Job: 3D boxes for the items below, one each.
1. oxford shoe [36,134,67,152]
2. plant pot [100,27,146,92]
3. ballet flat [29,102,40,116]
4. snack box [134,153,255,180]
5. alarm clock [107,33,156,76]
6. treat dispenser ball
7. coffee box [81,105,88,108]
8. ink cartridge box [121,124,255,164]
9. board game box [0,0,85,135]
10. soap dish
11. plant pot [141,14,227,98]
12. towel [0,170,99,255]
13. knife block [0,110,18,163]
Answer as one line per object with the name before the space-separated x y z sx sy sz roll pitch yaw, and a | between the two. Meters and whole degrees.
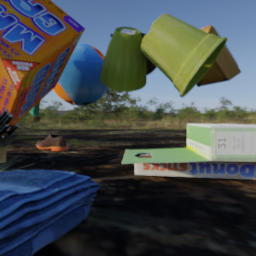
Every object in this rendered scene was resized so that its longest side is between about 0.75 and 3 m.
oxford shoe | -2.860 0.525 10.496 1.689 0.613 0.601 1 1 38
plant pot | -0.073 -2.143 8.436 1.476 1.578 1.476 4 36 -3
ballet flat | -3.381 -1.016 10.206 0.410 1.165 0.392 20 11 13
snack box | 1.623 0.734 5.479 2.884 0.351 1.037 0 1 11
alarm clock | 0.178 -2.473 10.638 1.892 0.934 2.806 -1 -21 0
treat dispenser ball | -2.013 -2.237 11.828 2.595 2.595 2.595 0 1 0
coffee box | -2.288 -1.615 13.727 0.827 0.818 0.826 28 15 -40
ink cartridge box | 1.337 0.253 5.418 2.833 0.679 2.062 1 1 2
board game box | -3.550 -2.182 7.994 2.854 2.857 2.855 -45 9 46
soap dish | 2.609 -2.331 9.541 2.047 0.831 1.611 44 -27 -28
plant pot | 1.383 -2.119 7.691 1.762 1.916 1.916 40 10 11
towel | -1.214 0.695 2.174 1.252 0.544 2.242 -1 1 17
knife block | -3.496 0.215 6.974 1.540 1.352 0.493 0 0 19
